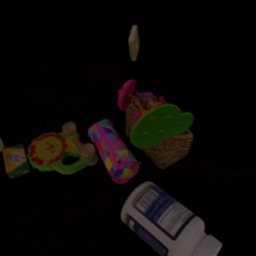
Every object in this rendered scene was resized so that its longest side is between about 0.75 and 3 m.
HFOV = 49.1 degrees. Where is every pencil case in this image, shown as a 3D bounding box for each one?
[{"bbox_3d":[-0.463,0.637,8.288,0.950,0.950,2.149,-19,43,-19],"label":"pencil case"}]

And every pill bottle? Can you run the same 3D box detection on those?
[{"bbox_3d":[0.968,2.306,6.416,2.142,1.189,1.189,34,53,30],"label":"pill bottle"}]

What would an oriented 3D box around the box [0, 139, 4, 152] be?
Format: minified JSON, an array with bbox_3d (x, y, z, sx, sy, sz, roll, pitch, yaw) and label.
[{"bbox_3d":[-4.333,0.460,8.384,1.058,0.435,0.362,13,48,6],"label":"box"}]

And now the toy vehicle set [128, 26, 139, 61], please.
[{"bbox_3d":[0.281,-3.951,13.037,0.211,0.990,1.594,-1,43,11],"label":"toy vehicle set"}]

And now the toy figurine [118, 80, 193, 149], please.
[{"bbox_3d":[0.518,-0.583,7.378,1.874,1.407,1.725,-7,46,-31],"label":"toy figurine"}]

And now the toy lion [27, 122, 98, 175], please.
[{"bbox_3d":[-2.097,0.745,8.554,1.751,0.627,1.827,-33,54,-20],"label":"toy lion"}]

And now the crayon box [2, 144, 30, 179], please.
[{"bbox_3d":[-3.373,0.987,8.428,0.609,0.299,1.026,-18,47,-18],"label":"crayon box"}]

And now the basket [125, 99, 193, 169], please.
[{"bbox_3d":[1.002,-0.072,8.653,1.465,1.529,2.052,-26,49,-25],"label":"basket"}]
